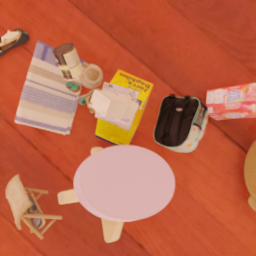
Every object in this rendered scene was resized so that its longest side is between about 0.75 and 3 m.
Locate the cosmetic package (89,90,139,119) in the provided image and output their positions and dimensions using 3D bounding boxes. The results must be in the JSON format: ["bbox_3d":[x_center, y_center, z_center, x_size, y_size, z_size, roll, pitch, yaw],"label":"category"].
[{"bbox_3d":[-0.295,-0.489,6.032,0.551,0.976,0.396,35,108,31],"label":"cosmetic package"}]

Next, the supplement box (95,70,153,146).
[{"bbox_3d":[-0.168,-0.475,8.295,1.106,2.033,1.113,24,52,3],"label":"supplement box"}]

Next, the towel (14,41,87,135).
[{"bbox_3d":[-2.342,-1.145,8.748,1.877,0.304,2.556,15,90,-42],"label":"towel"}]

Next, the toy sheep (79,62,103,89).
[{"bbox_3d":[-1.125,-1.535,8.366,0.779,1.130,0.779,0,90,-12],"label":"toy sheep"}]

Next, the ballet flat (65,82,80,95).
[{"bbox_3d":[-1.623,-1.163,8.438,0.294,0.866,0.313,-42,125,-18],"label":"ballet flat"}]

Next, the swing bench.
[{"bbox_3d":[-2.411,1.917,6.830,0.740,1.141,1.135,-46,43,-3],"label":"swing bench"}]

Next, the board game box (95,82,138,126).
[{"bbox_3d":[-0.280,-0.586,6.974,0.905,0.196,0.901,15,73,-5],"label":"board game box"}]

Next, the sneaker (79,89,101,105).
[{"bbox_3d":[-1.234,-0.995,9.316,0.844,0.336,0.327,-29,124,-1],"label":"sneaker"}]

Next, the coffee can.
[{"bbox_3d":[-1.537,-1.707,7.263,0.580,0.793,0.580,-11,38,9],"label":"coffee can"}]

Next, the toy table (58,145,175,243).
[{"bbox_3d":[-0.342,1.528,7.268,2.823,1.653,2.595,15,59,-32],"label":"toy table"}]

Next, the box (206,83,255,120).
[{"bbox_3d":[3.340,-0.782,8.736,0.785,1.657,0.850,18,74,-42],"label":"box"}]

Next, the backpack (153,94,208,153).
[{"bbox_3d":[1.504,-0.051,8.103,1.355,1.182,1.541,12,74,40],"label":"backpack"}]

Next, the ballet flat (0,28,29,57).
[{"bbox_3d":[-4.296,-2.887,9.567,1.822,0.666,0.666,-27,84,-3],"label":"ballet flat"}]

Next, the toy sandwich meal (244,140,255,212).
[{"bbox_3d":[4.601,1.317,7.937,1.003,2.928,2.928,16,82,-29],"label":"toy sandwich meal"}]

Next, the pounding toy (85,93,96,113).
[{"bbox_3d":[-1.008,-0.764,8.754,0.510,0.511,0.891,-20,45,-1],"label":"pounding toy"}]
